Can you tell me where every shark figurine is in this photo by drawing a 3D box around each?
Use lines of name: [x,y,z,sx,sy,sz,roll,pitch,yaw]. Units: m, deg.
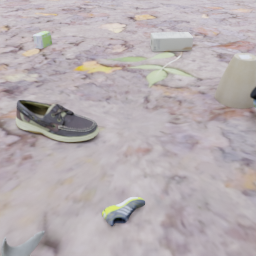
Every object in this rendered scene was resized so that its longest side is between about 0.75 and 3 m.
shark figurine: [-1.061,2.233,3.390,0.843,1.206,2.019,9,7,-33]

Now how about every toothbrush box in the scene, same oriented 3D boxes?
toothbrush box: [-3.778,-3.905,12.408,0.332,0.562,0.772,14,37,20]

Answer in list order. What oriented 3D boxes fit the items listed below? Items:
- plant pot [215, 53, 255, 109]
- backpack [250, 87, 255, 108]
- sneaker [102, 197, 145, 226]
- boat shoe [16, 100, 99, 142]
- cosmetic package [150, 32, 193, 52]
plant pot: [3.227,-1.424,8.064,1.224,1.307,1.224,-1,34,0]
backpack: [3.663,-0.563,6.919,1.200,0.922,0.979,33,-1,4]
sneaker: [-0.039,1.442,4.776,0.775,0.286,0.314,-20,45,-15]
boat shoe: [-1.792,-0.214,6.787,2.206,0.715,0.808,9,35,12]
cosmetic package: [1.849,-3.720,12.092,1.684,0.599,0.886,-1,34,-2]
